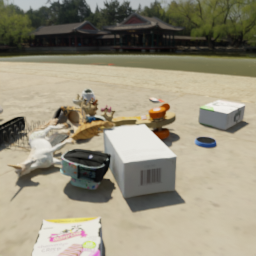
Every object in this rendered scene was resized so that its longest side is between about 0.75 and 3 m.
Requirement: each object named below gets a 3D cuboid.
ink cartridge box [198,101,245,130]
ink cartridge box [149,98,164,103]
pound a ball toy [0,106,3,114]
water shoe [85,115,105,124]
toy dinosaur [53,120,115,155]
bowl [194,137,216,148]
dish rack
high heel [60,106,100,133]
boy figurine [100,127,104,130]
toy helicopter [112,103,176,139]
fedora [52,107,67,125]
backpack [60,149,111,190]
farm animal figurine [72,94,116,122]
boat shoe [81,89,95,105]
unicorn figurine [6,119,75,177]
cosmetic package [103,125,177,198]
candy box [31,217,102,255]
[{"bbox_3d":[4.478,-0.669,13.354,1.421,0.821,1.954,17,26,40],"label":"ink cartridge box"},{"bbox_3d":[1.771,-1.718,17.267,0.761,0.191,0.617,-10,22,-20],"label":"ink cartridge box"},{"bbox_3d":[-6.887,-0.548,13.380,1.277,0.832,1.959,-23,16,13],"label":"pound a ball toy"},{"bbox_3d":[-1.699,-0.244,12.931,1.346,0.481,0.531,5,45,16],"label":"water shoe"},{"bbox_3d":[-1.648,0.189,9.871,2.529,0.764,1.343,-28,0,13],"label":"toy dinosaur"},{"bbox_3d":[3.027,0.547,10.943,0.835,0.164,0.835,0,20,0],"label":"bowl"},{"bbox_3d":[-3.753,0.211,11.092,2.641,0.720,2.026,4,21,11],"label":"dish rack"},{"bbox_3d":[-2.343,-0.306,11.769,2.085,0.744,1.486,33,24,14],"label":"high heel"},{"bbox_3d":[-0.976,-0.039,12.365,0.605,0.313,0.973,-20,29,-39],"label":"boy figurine"},{"bbox_3d":[0.668,-0.406,12.343,2.972,1.172,1.965,-2,22,29],"label":"toy helicopter"},{"bbox_3d":[-3.092,-0.498,13.068,0.517,1.012,1.145,27,-35,-28],"label":"fedora"},{"bbox_3d":[-1.256,1.116,8.053,1.317,0.992,1.169,15,17,6],"label":"backpack"},{"bbox_3d":[-1.661,-0.801,13.557,1.743,0.919,1.763,11,17,-47],"label":"farm animal figurine"},{"bbox_3d":[-2.425,-2.069,17.362,0.847,0.769,2.303,-6,20,-15],"label":"boat shoe"},{"bbox_3d":[-2.731,0.712,9.170,1.954,1.050,2.844,-18,24,-14],"label":"unicorn figurine"},{"bbox_3d":[0.222,0.866,8.654,1.567,1.127,2.778,-5,19,-13],"label":"cosmetic package"},{"bbox_3d":[-1.105,2.424,5.088,1.240,0.555,1.818,-2,19,-4],"label":"candy box"}]
